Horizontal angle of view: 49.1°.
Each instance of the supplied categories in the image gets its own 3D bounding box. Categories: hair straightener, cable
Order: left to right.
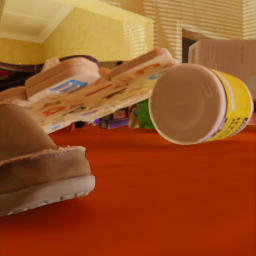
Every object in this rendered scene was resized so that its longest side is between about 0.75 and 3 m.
[{"bbox_3d":[-2.043,-1.194,5.727,2.842,0.715,1.380,-18,-36,10],"label":"cable"},{"bbox_3d":[-2.187,-0.171,6.590,2.813,0.576,1.082,-5,8,25],"label":"hair straightener"}]

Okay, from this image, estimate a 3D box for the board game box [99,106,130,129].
[{"bbox_3d":[-0.381,-0.465,7.737,0.301,0.878,1.062,-3,7,36],"label":"board game box"}]

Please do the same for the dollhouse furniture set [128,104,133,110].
[{"bbox_3d":[-0.190,-0.804,8.178,1.085,1.211,1.528,0,-37,-26],"label":"dollhouse furniture set"}]

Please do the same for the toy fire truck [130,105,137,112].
[{"bbox_3d":[0.501,-0.760,9.634,0.528,0.821,0.723,49,8,23],"label":"toy fire truck"}]

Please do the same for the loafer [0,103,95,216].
[{"bbox_3d":[-0.628,0.091,1.330,1.228,0.428,0.462,2,3,43],"label":"loafer"}]

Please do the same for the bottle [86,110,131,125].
[{"bbox_3d":[-0.661,-0.406,9.143,0.778,0.608,1.862,-33,-18,33],"label":"bottle"}]

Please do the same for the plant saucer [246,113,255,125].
[{"bbox_3d":[5.475,-0.398,11.562,2.026,0.514,2.026,-1,2,0],"label":"plant saucer"}]

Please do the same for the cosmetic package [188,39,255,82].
[{"bbox_3d":[2.886,-1.585,8.105,2.059,1.713,1.723,1,9,4],"label":"cosmetic package"}]

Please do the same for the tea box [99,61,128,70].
[{"bbox_3d":[-0.762,-1.699,13.830,2.839,2.886,1.928,1,3,11],"label":"tea box"}]

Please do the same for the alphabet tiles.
[{"bbox_3d":[-0.610,-0.402,4.071,2.812,0.210,2.875,-21,-5,19],"label":"alphabet tiles"}]

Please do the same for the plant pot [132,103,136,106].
[{"bbox_3d":[0.753,-1.384,11.053,2.337,2.500,2.337,1,3,0],"label":"plant pot"}]

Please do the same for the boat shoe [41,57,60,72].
[{"bbox_3d":[-1.635,-0.527,5.052,0.591,1.705,0.604,5,43,-29],"label":"boat shoe"}]

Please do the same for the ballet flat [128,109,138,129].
[{"bbox_3d":[0.460,-0.379,7.912,0.541,0.496,1.575,37,32,18],"label":"ballet flat"}]

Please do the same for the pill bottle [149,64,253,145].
[{"bbox_3d":[1.175,-0.317,4.029,0.996,0.996,1.790,2,4,39],"label":"pill bottle"}]

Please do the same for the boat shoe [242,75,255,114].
[{"bbox_3d":[2.393,-0.431,6.886,2.624,0.869,0.917,-26,27,22],"label":"boat shoe"}]

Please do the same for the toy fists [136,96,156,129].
[{"bbox_3d":[0.661,-0.419,6.543,0.916,0.618,1.796,-6,22,3],"label":"toy fists"}]

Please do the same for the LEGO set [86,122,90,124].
[{"bbox_3d":[-2.441,-0.486,12.126,0.701,0.651,1.707,-2,2,-43],"label":"LEGO set"}]

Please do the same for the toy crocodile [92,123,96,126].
[{"bbox_3d":[-0.660,-0.697,10.084,1.707,0.576,0.527,-41,-29,12],"label":"toy crocodile"}]
